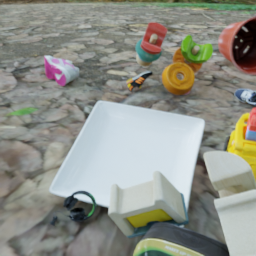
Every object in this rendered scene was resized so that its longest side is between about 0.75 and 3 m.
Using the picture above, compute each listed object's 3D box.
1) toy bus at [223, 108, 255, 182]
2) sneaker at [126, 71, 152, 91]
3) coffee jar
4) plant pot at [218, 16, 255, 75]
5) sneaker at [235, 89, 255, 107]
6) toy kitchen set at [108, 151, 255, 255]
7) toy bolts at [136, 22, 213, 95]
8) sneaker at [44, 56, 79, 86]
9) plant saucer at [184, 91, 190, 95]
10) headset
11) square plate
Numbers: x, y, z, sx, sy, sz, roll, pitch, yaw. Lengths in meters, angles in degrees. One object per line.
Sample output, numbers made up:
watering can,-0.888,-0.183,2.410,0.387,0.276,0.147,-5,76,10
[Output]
toy bus,2.668,0.271,5.929,1.177,1.665,1.735,9,34,19
sneaker,0.479,-1.752,10.575,1.073,0.483,0.375,-21,-4,18
coffee jar,0.358,2.253,2.952,1.361,1.113,2.609,13,31,21
plant pot,5.496,-3.906,13.055,2.484,2.484,2.416,-1,21,-3
sneaker,4.009,-1.050,9.330,0.725,0.469,1.337,16,17,-40
toy kitchen set,0.886,1.855,3.445,2.047,1.505,2.555,-21,38,17
toy bolts,1.485,-2.503,11.206,2.788,1.934,2.663,25,72,-3
sneaker,-2.816,-2.442,11.793,0.978,0.902,2.218,-20,43,-34
plant saucer,1.977,-1.474,10.650,0.755,0.191,0.755,0,28,0
headset,-0.989,1.476,5.014,0.852,0.526,0.400,-26,6,9
square plate,0.097,0.610,5.941,2.640,0.375,2.615,12,51,15
